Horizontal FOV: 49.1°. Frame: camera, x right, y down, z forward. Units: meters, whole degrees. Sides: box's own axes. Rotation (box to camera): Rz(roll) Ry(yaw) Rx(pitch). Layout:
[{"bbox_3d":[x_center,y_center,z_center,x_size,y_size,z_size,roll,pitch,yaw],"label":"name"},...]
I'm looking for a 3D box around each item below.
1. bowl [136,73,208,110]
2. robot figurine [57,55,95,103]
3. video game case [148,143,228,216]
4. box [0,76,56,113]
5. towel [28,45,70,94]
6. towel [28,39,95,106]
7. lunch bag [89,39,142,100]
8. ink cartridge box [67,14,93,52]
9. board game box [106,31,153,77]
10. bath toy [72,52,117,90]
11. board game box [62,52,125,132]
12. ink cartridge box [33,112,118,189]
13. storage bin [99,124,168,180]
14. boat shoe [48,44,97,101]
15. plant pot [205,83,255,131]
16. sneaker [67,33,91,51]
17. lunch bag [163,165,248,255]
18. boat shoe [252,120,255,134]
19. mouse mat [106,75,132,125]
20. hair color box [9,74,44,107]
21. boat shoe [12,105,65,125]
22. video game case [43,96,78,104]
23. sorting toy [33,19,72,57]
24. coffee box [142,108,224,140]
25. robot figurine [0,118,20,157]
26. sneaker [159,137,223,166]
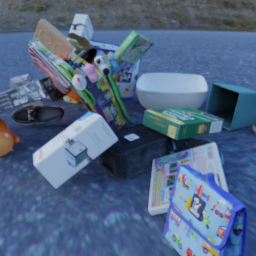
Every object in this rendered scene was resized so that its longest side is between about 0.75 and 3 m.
[{"bbox_3d":[1.857,-1.526,12.291,2.975,1.110,2.970,4,25,8],"label":"bowl"},{"bbox_3d":[-2.063,-2.022,11.614,2.544,1.830,1.484,31,4,-2],"label":"robot figurine"},{"bbox_3d":[1.341,1.134,6.558,1.698,0.221,1.866,-18,26,18],"label":"video game case"},{"bbox_3d":[-3.393,-0.928,8.463,2.145,0.534,1.691,-19,15,0],"label":"box"},{"bbox_3d":[-2.394,-1.688,8.621,0.240,1.518,2.107,-46,12,-9],"label":"towel"},{"bbox_3d":[-1.941,-1.693,8.443,0.348,1.694,2.270,-46,55,-7],"label":"towel"},{"bbox_3d":[-0.870,-2.629,12.864,2.715,2.308,1.681,13,29,1],"label":"lunch bag"},{"bbox_3d":[-1.909,-3.717,11.240,0.549,0.951,1.311,9,69,11],"label":"ink cartridge box"},{"bbox_3d":[-0.003,-2.714,10.518,1.211,1.799,0.262,2,50,-55],"label":"board game box"},{"bbox_3d":[-0.896,-1.473,7.240,1.272,0.553,0.470,-33,-8,-5],"label":"bath toy"},{"bbox_3d":[-1.201,-1.152,9.564,0.672,2.370,1.959,-39,51,-12],"label":"board game box"},{"bbox_3d":[-1.326,0.456,6.857,1.823,0.783,1.335,-40,18,-10],"label":"ink cartridge box"},{"bbox_3d":[0.154,0.603,7.888,1.781,0.835,1.204,-17,28,-32],"label":"storage bin"},{"bbox_3d":[-2.024,-2.038,10.237,0.723,2.538,0.849,27,-8,40],"label":"boat shoe"},{"bbox_3d":[4.237,-0.835,10.583,1.981,1.400,1.399,-3,23,-26],"label":"plant pot"},{"bbox_3d":[-1.584,-2.782,9.373,1.070,0.480,0.359,36,73,27],"label":"sneaker"},{"bbox_3d":[1.338,1.518,4.790,0.825,1.753,1.320,-12,27,-25],"label":"lunch bag"},{"bbox_3d":[5.367,-0.008,9.276,2.246,0.823,0.837,10,26,21],"label":"boat shoe"},{"bbox_3d":[-0.371,-1.158,9.880,0.078,2.069,1.665,-25,-14,7],"label":"mouse mat"},{"bbox_3d":[-3.698,-1.287,10.284,0.723,1.323,0.429,-15,51,-1],"label":"hair color box"},{"bbox_3d":[-3.307,-0.481,10.234,1.926,0.712,0.581,-2,3,-7],"label":"boat shoe"},{"bbox_3d":[-2.961,-1.848,13.738,2.058,0.407,2.271,9,26,10],"label":"video game case"},{"bbox_3d":[-3.371,-3.616,12.557,1.856,2.006,0.366,39,51,-10],"label":"sorting toy"},{"bbox_3d":[1.680,-0.182,8.335,2.227,0.490,1.369,-6,23,-40],"label":"coffee box"},{"bbox_3d":[-4.010,0.255,8.446,0.930,1.147,1.595,-41,48,-7],"label":"robot figurine"},{"bbox_3d":[1.708,0.680,7.983,0.927,0.829,2.264,-23,23,-22],"label":"sneaker"}]
